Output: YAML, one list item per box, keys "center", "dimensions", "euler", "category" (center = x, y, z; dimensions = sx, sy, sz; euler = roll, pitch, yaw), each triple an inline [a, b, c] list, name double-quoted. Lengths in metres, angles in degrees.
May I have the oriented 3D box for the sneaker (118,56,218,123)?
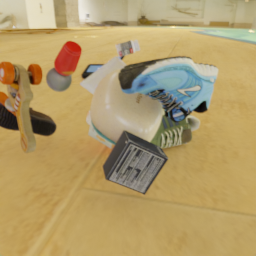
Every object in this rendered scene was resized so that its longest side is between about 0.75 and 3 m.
- center: [1.013, -0.745, 5.860]
  dimensions: [2.843, 1.279, 1.114]
  euler: [-3, 4, -42]
  category: "sneaker"

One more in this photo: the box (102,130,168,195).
- center: [0.121, 0.691, 5.633]
  dimensions: [0.932, 0.940, 0.579]
  euler: [26, 14, -22]
  category: "box"

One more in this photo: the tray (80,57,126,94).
- center: [-0.745, -1.846, 10.458]
  dimensions: [2.115, 1.136, 0.235]
  euler: [-27, 40, 38]
  category: "tray"

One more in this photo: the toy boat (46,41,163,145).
- center: [-0.538, -0.774, 6.687]
  dimensions: [2.905, 1.350, 2.442]
  euler: [33, 43, -7]
  category: "toy boat"

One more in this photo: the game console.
- center: [-1.222, -3.927, 15.914]
  dimensions: [2.602, 1.722, 2.959]
  euler: [1, 24, 1]
  category: "game console"

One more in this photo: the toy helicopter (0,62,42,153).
- center: [-2.593, -0.438, 6.662]
  dimensions: [0.846, 2.144, 1.418]
  euler: [-7, -9, -43]
  category: "toy helicopter"

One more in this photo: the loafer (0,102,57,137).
- center: [-2.975, -0.279, 7.873]
  dimensions: [1.888, 0.689, 0.670]
  euler: [23, 18, -30]
  category: "loafer"

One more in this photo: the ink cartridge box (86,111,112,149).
- center: [-0.828, 0.061, 8.083]
  dimensions: [0.267, 0.863, 1.065]
  euler: [-34, 36, 33]
  category: "ink cartridge box"

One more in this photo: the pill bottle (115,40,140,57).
- center: [-0.015, -3.027, 10.622]
  dimensions: [0.853, 0.486, 0.486]
  euler: [-15, 25, 3]
  category: "pill bottle"

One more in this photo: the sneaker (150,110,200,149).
- center: [1.261, 0.092, 8.045]
  dimensions: [1.166, 0.871, 2.597]
  euler: [20, 30, 24]
  category: "sneaker"
